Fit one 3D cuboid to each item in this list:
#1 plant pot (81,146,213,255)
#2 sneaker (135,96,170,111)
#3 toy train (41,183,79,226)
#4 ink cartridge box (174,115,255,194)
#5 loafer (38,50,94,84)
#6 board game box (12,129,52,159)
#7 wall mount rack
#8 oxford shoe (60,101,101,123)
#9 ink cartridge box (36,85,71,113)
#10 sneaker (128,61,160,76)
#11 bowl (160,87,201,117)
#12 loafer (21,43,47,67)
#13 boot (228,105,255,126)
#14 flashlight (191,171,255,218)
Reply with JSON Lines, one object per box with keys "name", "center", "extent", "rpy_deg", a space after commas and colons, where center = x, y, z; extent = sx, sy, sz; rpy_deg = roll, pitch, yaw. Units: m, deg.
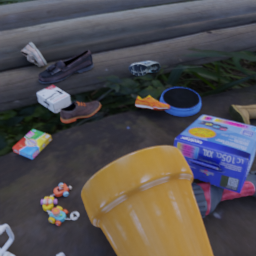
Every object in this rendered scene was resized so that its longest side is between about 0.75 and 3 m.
{"name": "plant pot", "center": [0.575, 2.165, 6.392], "extent": [2.684, 2.684, 2.457], "rpy_deg": [-16, 59, -17]}
{"name": "sneaker", "center": [0.956, -0.983, 11.068], "extent": [1.427, 0.550, 0.521], "rpy_deg": [12, 0, 18]}
{"name": "toy train", "center": [-1.938, 2.094, 7.920], "extent": [0.969, 0.359, 1.291], "rpy_deg": [-20, 45, -21]}
{"name": "ink cartridge box", "center": [2.563, 0.701, 8.172], "extent": [2.005, 1.122, 2.939], "rpy_deg": [15, 27, 27]}
{"name": "loafer", "center": [-2.944, -2.942, 13.183], "extent": [2.812, 0.886, 1.011], "rpy_deg": [-26, 48, -26]}
{"name": "board game box", "center": [-3.328, 0.552, 9.760], "extent": [0.821, 0.216, 1.073], "rpy_deg": [17, 44, 18]}
{"name": "wall mount rack", "center": [-2.725, 3.492, 5.804], "extent": [2.904, 1.083, 2.523], "rpy_deg": [17, 44, 19]}
{"name": "oxford shoe", "center": [-1.831, -0.749, 10.916], "extent": [1.714, 0.622, 0.610], "rpy_deg": [-26, 48, -26]}
{"name": "ink cartridge box", "center": [-3.045, -1.190, 11.515], "extent": [1.167, 0.489, 0.842], "rpy_deg": [31, 50, 30]}
{"name": "sneaker", "center": [0.727, -2.890, 13.475], "extent": [1.565, 0.607, 0.675], "rpy_deg": [-7, 30, -18]}
{"name": "bowl", "center": [2.168, -1.121, 11.559], "extent": [1.696, 0.333, 1.696], "rpy_deg": [0, 42, 0]}
{"name": "loafer", "center": [-4.750, -3.544, 14.038], "extent": [0.762, 0.871, 2.422], "rpy_deg": [-32, 43, -10]}
{"name": "boot", "center": [4.919, -0.470, 10.662], "extent": [1.718, 0.568, 1.504], "rpy_deg": [-2, 42, -4]}
{"name": "flashlight", "center": [2.869, 1.851, 7.820], "extent": [2.825, 0.956, 0.960], "rpy_deg": [-6, 3, -12]}
